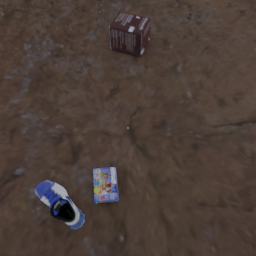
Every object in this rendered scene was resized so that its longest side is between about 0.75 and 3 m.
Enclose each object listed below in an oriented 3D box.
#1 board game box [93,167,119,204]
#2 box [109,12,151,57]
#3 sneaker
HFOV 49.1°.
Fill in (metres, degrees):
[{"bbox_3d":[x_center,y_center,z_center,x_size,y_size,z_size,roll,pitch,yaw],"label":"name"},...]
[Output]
[{"bbox_3d":[-0.569,1.437,7.108,0.595,0.152,0.880,-6,58,-1],"label":"board game box"},{"bbox_3d":[0.071,-3.214,9.587,1.149,0.943,0.953,17,57,12],"label":"box"},{"bbox_3d":[-1.612,1.704,6.492,1.415,0.817,0.572,39,73,19],"label":"sneaker"}]
